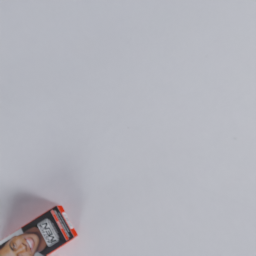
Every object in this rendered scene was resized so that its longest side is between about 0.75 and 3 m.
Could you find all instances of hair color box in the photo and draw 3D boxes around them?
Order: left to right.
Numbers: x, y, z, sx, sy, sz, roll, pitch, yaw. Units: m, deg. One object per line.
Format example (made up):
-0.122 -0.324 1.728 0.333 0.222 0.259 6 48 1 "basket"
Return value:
-2.560 3.132 7.728 2.062 0.631 1.047 -32 77 -8 "hair color box"
